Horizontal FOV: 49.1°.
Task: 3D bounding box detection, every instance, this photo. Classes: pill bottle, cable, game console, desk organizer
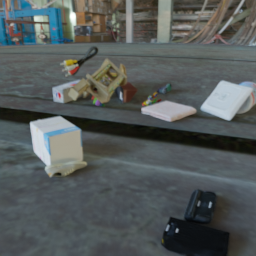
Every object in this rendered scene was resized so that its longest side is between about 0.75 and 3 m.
[{"bbox_3d":[5.593,-1.528,13.438,1.207,1.207,2.219,15,27,33],"label":"pill bottle"},{"bbox_3d":[-2.730,-3.807,16.420,2.462,1.196,0.620,-28,49,-10],"label":"cable"},{"bbox_3d":[1.565,1.961,5.988,1.221,0.249,2.070,9,25,22],"label":"game console"},{"bbox_3d":[-0.127,-1.982,15.252,0.783,0.729,2.033,-2,22,-14],"label":"desk organizer"}]

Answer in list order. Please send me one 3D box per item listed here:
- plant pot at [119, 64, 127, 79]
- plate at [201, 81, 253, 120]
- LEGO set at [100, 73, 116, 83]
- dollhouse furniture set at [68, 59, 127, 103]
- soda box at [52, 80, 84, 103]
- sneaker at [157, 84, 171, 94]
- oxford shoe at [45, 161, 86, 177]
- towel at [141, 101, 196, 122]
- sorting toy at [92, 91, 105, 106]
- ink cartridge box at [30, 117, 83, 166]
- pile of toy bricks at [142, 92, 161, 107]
[{"bbox_3d":[-0.288,-3.101,16.942,0.210,1.526,1.526,-7,23,-9],"label":"plant pot"},{"bbox_3d":[4.369,-1.341,12.670,1.802,0.292,1.805,-52,36,-4],"label":"plate"},{"bbox_3d":[-1.350,-2.958,17.979,2.432,0.905,1.119,-6,-12,-3],"label":"LEGO set"},{"bbox_3d":[-1.701,-1.609,14.062,1.530,2.435,2.753,42,55,-3],"label":"dollhouse furniture set"},{"bbox_3d":[-3.054,-2.017,15.258,0.722,0.776,2.275,12,24,27],"label":"soda box"},{"bbox_3d":[2.140,-2.336,16.533,0.538,0.458,1.230,6,22,28],"label":"sneaker"},{"bbox_3d":[-1.725,1.172,7.884,1.185,0.446,0.342,-5,62,-33],"label":"oxford shoe"},{"bbox_3d":[1.840,-0.765,12.761,1.885,0.304,1.800,-19,28,-40],"label":"towel"},{"bbox_3d":[-1.475,-1.411,14.402,0.529,0.533,1.537,23,16,-23],"label":"sorting toy"},{"bbox_3d":[-2.301,0.379,8.795,1.055,1.083,1.684,-15,27,-33],"label":"ink cartridge box"},{"bbox_3d":[1.110,-1.243,13.793,0.566,0.636,1.147,-18,22,44],"label":"pile of toy bricks"}]
